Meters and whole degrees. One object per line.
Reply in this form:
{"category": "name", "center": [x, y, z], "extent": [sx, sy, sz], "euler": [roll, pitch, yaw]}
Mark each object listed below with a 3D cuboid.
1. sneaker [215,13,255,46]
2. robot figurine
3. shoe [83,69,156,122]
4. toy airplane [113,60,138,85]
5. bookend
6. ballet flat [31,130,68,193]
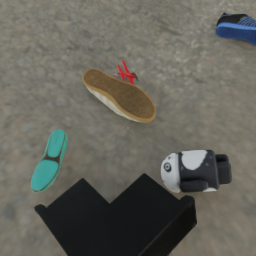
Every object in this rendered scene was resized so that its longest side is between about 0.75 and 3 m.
{"category": "sneaker", "center": [4.507, -3.717, 10.350], "extent": [2.381, 0.835, 0.927], "euler": [18, 68, 12]}
{"category": "robot figurine", "center": [1.712, 1.096, 7.189], "extent": [1.719, 1.291, 1.072], "euler": [-7, 75, 14]}
{"category": "shoe", "center": [-0.255, -0.975, 8.756], "extent": [2.673, 0.713, 0.934], "euler": [35, 75, 18]}
{"category": "toy airplane", "center": [-0.046, -1.710, 8.975], "extent": [0.227, 1.236, 1.236], "euler": [-26, 52, 33]}
{"category": "bookend", "center": [-0.285, 1.985, 6.291], "extent": [2.520, 1.168, 2.536], "euler": [-39, 48, -21]}
{"category": "ballet flat", "center": [-1.990, 0.912, 7.382], "extent": [0.597, 0.624, 1.774], "euler": [11, 63, 7]}
